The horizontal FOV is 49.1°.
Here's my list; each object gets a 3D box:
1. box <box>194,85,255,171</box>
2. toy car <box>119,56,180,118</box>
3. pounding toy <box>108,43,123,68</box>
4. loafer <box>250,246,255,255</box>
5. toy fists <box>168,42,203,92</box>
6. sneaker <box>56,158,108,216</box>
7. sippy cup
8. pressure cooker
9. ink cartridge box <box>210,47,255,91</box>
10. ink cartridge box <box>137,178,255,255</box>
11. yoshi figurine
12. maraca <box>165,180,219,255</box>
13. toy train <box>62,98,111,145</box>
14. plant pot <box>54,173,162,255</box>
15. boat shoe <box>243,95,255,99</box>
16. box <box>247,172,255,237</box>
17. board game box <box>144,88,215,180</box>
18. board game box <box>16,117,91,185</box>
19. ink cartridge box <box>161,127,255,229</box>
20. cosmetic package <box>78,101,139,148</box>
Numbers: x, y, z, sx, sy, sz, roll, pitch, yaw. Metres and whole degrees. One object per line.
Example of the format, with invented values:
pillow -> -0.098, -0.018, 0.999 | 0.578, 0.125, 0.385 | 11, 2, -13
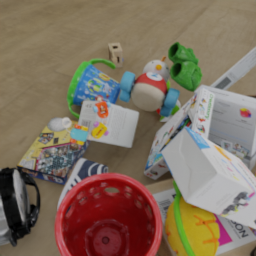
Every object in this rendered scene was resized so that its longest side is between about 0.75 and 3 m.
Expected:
box -> 3.175, 0.064, 9.145 | 2.066, 2.651, 0.546 | 24, 52, 37
toy car -> 0.992, -1.870, 10.462 | 2.040, 1.958, 2.214 | 20, 74, 4
pounding toy -> -0.586, -3.811, 14.574 | 0.710, 1.363, 1.552 | -7, 44, -8
loafer -> 3.175, 2.891, 6.586 | 0.380, 0.372, 1.041 | 38, 34, 18
toy fists -> 2.061, -2.159, 9.894 | 1.088, 0.734, 2.135 | 31, 40, -29
sneaker -> -1.224, 1.837, 8.031 | 1.099, 0.710, 2.026 | 9, 55, 16
sippy cup -> -1.352, -1.579, 11.913 | 1.841, 2.513, 1.973 | 23, 21, 0
pressure cooker -> -3.660, 2.186, 7.778 | 2.373, 2.119, 2.087 | -13, 87, -14
ink cartridge box -> 4.007, -2.010, 10.484 | 2.328, 2.020, 0.507 | -42, 81, 10
ink cartridge box -> 1.842, 2.737, 7.829 | 2.335, 1.064, 2.834 | -13, 44, -18
yoshi figurine -> 1.695, -1.304, 11.735 | 1.469, 1.475, 2.624 | -29, 57, -31
maraca -> 1.462, 2.180, 6.611 | 1.168, 1.498, 2.184 | -25, 30, 19
toy train -> -1.181, -0.173, 8.349 | 1.559, 1.171, 0.434 | -25, 19, -20
plant pot -> -0.496, 2.668, 6.989 | 2.407, 2.192, 2.407 | 3, 53, -4
boat shoe -> 3.877, -0.778, 10.310 | 2.723, 0.986, 0.984 | -14, 59, -13
box -> 4.648, 2.463, 7.994 | 2.126, 1.347, 2.207 | 13, 45, 15
board game box -> 1.547, 0.301, 8.909 | 0.516, 2.984, 1.884 | 27, 55, -9
board game box -> -2.575, 0.751, 10.427 | 1.824, 0.466, 2.692 | 12, 44, 12
ink cartridge box -> 2.310, 1.273, 6.777 | 2.837, 0.962, 1.633 | 28, 24, -31
cosmetic package -> -0.750, -0.135, 9.971 | 1.629, 1.344, 1.343 | 14, -2, -34
